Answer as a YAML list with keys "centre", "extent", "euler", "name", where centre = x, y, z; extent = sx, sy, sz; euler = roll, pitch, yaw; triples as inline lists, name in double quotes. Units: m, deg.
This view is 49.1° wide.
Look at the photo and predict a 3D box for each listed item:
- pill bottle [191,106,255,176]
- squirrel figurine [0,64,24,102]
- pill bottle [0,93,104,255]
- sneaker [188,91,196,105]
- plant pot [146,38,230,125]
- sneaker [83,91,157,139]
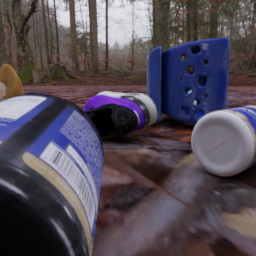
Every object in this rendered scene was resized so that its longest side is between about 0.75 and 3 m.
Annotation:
- centre: [1.768, 0.133, 4.322]
  extent: [1.574, 0.911, 0.911]
  euler: [-10, 15, -43]
  name: "pill bottle"
- centre: [-2.459, -0.295, 6.180]
  extent: [1.660, 1.174, 1.549]
  euler: [40, -16, 18]
  name: "squirrel figurine"
- centre: [-0.634, 0.303, 1.732]
  extent: [0.949, 0.949, 1.696]
  euler: [0, 16, -2]
  name: "pill bottle"
- centre: [3.002, -1.427, 13.111]
  extent: [0.776, 0.861, 2.101]
  euler: [1, 10, 11]
  name: "sneaker"
- centre: [1.667, -1.343, 8.366]
  extent: [2.140, 2.380, 2.381]
  euler: [0, 11, 9]
  name: "plant pot"
- centre: [-0.645, -0.257, 6.559]
  extent: [1.299, 0.908, 2.611]
  euler: [-29, 17, -33]
  name: "sneaker"
